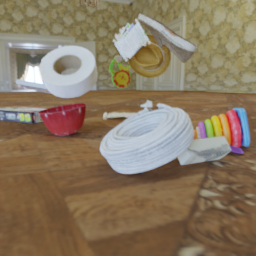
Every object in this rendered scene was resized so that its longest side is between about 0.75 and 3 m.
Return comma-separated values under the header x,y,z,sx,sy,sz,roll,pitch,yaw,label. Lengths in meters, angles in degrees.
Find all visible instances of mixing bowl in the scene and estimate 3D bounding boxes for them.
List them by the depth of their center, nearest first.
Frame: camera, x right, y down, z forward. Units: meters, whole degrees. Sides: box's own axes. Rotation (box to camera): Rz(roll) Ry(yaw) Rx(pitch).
x,y,z,sx,sy,sz,roll,pitch,yaw,label
-2.247,-0.275,10.005,1.708,0.925,1.708,-9,13,2,mixing bowl

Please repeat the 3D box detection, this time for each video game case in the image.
x,y,z,sx,sy,sz,roll,pitch,yaw,label
-3.789,-1.754,12.372,1.678,0.211,2.343,9,0,-9,video game case

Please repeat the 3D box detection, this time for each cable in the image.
x,y,z,sx,sy,sz,roll,pitch,yaw,label
0.405,0.232,6.372,2.138,0.740,2.137,-28,18,-15,cable

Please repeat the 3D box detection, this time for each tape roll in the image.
x,y,z,sx,sy,sz,roll,pitch,yaw,label
-2.286,-2.194,10.849,2.147,2.147,0.751,1,-33,4,tape roll

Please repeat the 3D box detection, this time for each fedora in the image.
x,y,z,sx,sy,sz,roll,pitch,yaw,label
0.952,-3.445,13.532,2.230,2.230,0.910,3,14,14,fedora

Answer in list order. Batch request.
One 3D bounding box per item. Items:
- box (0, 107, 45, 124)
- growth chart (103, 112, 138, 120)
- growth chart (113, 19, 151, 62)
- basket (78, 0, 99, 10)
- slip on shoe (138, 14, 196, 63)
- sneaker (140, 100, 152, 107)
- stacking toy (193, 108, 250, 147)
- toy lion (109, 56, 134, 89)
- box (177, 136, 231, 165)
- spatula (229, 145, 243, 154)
x,y,z,sx,sy,sz,roll,pitch,yaw,label
-5.191,-0.665,13.741,2.890,0.502,1.590,5,11,28,box
-0.012,-0.622,14.303,2.705,0.240,1.957,1,9,6,growth chart
0.079,-3.792,12.169,0.171,1.393,1.925,-25,-1,-39,growth chart
-0.959,-3.671,7.368,0.633,0.606,0.849,18,-28,10,basket
1.345,-3.371,10.506,2.478,0.751,0.942,32,25,-2,slip on shoe
1.283,-1.699,19.691,0.864,0.499,0.318,1,11,16,sneaker
2.440,0.123,8.322,2.054,1.127,1.192,-9,3,9,stacking toy
-0.407,-2.899,14.918,1.468,1.407,0.504,35,2,-21,toy lion
1.780,0.534,6.656,1.232,0.421,0.506,-6,-31,-25,box
2.078,0.555,7.648,2.025,0.208,0.572,-1,14,8,spatula
